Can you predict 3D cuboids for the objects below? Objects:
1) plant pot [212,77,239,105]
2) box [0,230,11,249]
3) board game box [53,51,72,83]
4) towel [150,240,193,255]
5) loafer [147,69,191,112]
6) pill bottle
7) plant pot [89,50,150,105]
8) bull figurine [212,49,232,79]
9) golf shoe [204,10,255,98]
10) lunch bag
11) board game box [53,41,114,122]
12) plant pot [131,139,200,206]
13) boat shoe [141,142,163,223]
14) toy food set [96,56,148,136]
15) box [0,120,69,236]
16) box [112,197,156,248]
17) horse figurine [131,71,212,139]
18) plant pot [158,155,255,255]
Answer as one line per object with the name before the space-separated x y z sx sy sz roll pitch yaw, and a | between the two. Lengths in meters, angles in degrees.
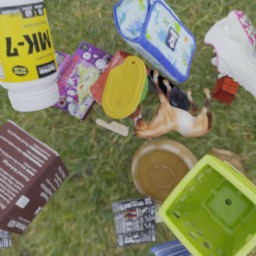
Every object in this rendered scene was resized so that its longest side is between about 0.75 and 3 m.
plant pot | 3.624 -1.420 10.232 0.759 0.670 0.760 24 76 6
box | -4.263 3.456 9.157 0.783 0.216 0.977 -10 75 -2
board game box | -2.906 -2.087 10.452 1.016 0.273 1.693 20 74 33
towel | 1.473 3.184 6.207 1.790 1.296 0.213 30 98 38
loafer | 1.427 -1.376 10.224 2.076 0.654 0.746 41 79 10
pill bottle | -2.787 -1.982 7.466 1.611 1.611 2.819 -8 118 -2
plant pot | -0.158 -1.254 7.458 1.319 1.319 1.283 40 116 10
bull figurine | 3.903 -2.381 10.526 1.113 0.597 1.833 -7 75 -2
golf shoe | 3.062 -1.664 7.579 1.267 1.042 2.768 -23 94 35
lunch bag | 0.737 -2.478 7.528 1.456 1.942 2.284 -33 45 30
board game box | -1.690 -1.782 10.494 1.639 0.441 2.730 27 77 11
plant pot | 0.969 1.316 7.727 2.021 0.278 2.021 6 105 23
boat shoe | 0.863 1.770 9.300 0.828 0.968 2.641 -5 85 -6
toy food set | -0.023 -0.709 6.499 1.057 0.587 1.797 13 85 36
box | -2.745 1.227 6.770 1.606 1.623 1.956 32 68 13
box | 0.184 2.630 7.747 1.122 0.354 1.423 -8 119 -4
horse figurine | 1.456 -0.401 7.755 2.762 0.689 1.831 15 68 -27
plant pot | 2.036 1.756 6.066 1.757 1.602 1.765 45 110 28
